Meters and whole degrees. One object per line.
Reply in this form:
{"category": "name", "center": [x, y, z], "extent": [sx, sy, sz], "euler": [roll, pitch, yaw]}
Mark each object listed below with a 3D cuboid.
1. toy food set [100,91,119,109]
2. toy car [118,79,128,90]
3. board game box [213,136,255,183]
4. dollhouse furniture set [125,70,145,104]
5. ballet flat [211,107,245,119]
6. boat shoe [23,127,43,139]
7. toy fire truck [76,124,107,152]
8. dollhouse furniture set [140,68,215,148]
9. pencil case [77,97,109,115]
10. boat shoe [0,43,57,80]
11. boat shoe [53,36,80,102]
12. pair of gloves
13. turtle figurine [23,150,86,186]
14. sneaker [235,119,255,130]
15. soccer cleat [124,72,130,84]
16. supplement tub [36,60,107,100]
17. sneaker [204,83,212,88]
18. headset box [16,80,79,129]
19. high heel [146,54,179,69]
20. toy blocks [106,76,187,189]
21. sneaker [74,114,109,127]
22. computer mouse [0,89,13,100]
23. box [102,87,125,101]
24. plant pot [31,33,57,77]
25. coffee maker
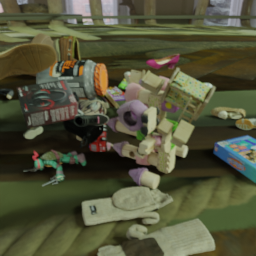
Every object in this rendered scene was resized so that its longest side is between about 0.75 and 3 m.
{"category": "toy food set", "center": [-0.938, -1.272, 11.989], "extent": [0.390, 1.942, 1.341], "euler": [-40, 46, 3]}
{"category": "toy car", "center": [0.062, -2.356, 15.174], "extent": [1.742, 0.388, 1.639], "euler": [16, 20, 29]}
{"category": "board game box", "center": [3.859, 0.926, 8.652], "extent": [1.464, 0.433, 1.925], "euler": [-10, 27, -22]}
{"category": "dollhouse furniture set", "center": [0.638, -1.427, 11.431], "extent": [1.166, 1.854, 2.097], "euler": [11, 14, 4]}
{"category": "ballet flat", "center": [4.228, -0.589, 11.784], "extent": [1.414, 0.498, 0.461], "euler": [0, 40, 7]}
{"category": "boat shoe", "center": [-3.558, 0.171, 10.379], "extent": [0.270, 0.323, 0.903], "euler": [11, 22, 21]}
{"category": "toy fire truck", "center": [-1.391, 0.209, 10.050], "extent": [1.269, 0.439, 1.800], "euler": [-2, 33, -2]}
{"category": "dollhouse furniture set", "center": [0.900, -0.623, 6.497], "extent": [1.656, 0.920, 1.464], "euler": [29, 62, 8]}
{"category": "pencil case", "center": [-1.715, -1.112, 12.176], "extent": [1.162, 1.011, 2.598], "euler": [-15, 29, -15]}
{"category": "boat shoe", "center": [-3.564, -2.043, 8.750], "extent": [2.583, 0.932, 0.930], "euler": [-25, 28, -20]}
{"category": "boat shoe", "center": [-2.286, -2.441, 11.440], "extent": [0.979, 2.881, 1.036], "euler": [-16, -7, 8]}
{"category": "pair of gloves", "center": [0.270, 2.159, 6.088], "extent": [2.223, 0.458, 2.615], "euler": [-13, 22, -19]}
{"category": "turtle figurine", "center": [-2.115, 1.048, 8.109], "extent": [1.607, 0.809, 1.203], "euler": [-12, 28, -35]}
{"category": "sneaker", "center": [4.767, -0.147, 11.039], "extent": [1.129, 0.427, 0.495], "euler": [2, 8, 2]}
{"category": "soccer cleat", "center": [0.151, -1.973, 12.480], "extent": [0.387, 1.118, 0.434], "euler": [-37, 29, -26]}
{"category": "supplement tub", "center": [-1.959, -1.698, 10.031], "extent": [2.268, 1.390, 1.390], "euler": [0, 26, 9]}
{"category": "sneaker", "center": [3.039, -1.500, 12.812], "extent": [1.887, 0.714, 0.991], "euler": [-20, 13, 5]}
{"category": "headset box", "center": [-2.384, -0.787, 8.591], "extent": [1.723, 0.646, 1.281], "euler": [-14, 49, -21]}
{"category": "high heel", "center": [1.279, -2.496, 10.285], "extent": [1.279, 0.614, 0.431], "euler": [2, 43, -24]}
{"category": "toy blocks", "center": [0.208, -0.022, 8.128], "extent": [2.392, 2.655, 2.841], "euler": [17, 32, 29]}
{"category": "sneaker", "center": [-1.107, -0.196, 8.204], "extent": [1.054, 0.373, 0.523], "euler": [2, 14, 1]}
{"category": "computer mouse", "center": [-6.563, -1.251, 13.031], "extent": [2.063, 0.676, 2.938], "euler": [2, 21, -6]}
{"category": "box", "center": [-0.813, -1.725, 14.266], "extent": [1.025, 0.293, 1.498], "euler": [-10, 28, -20]}
{"category": "plant pot", "center": [-4.654, -4.156, 17.224], "extent": [2.298, 2.636, 2.636], "euler": [20, 27, -2]}
{"category": "coffee maker", "center": [-1.571, -0.026, 9.230], "extent": [1.158, 0.780, 1.113], "euler": [27, 27, 23]}
